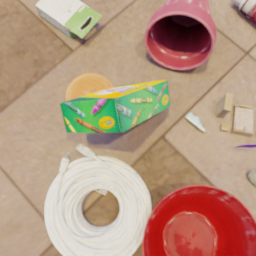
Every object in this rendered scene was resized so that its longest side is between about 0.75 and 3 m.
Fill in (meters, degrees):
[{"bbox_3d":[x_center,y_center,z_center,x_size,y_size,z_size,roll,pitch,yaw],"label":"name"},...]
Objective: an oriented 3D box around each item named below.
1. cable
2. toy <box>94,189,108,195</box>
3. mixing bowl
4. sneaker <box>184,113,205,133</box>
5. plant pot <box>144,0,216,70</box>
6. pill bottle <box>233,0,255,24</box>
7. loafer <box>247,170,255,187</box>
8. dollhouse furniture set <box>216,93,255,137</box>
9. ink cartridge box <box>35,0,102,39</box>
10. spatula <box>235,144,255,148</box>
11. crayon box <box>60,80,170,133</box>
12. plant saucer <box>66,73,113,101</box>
[{"bbox_3d":[-0.849,2.302,7.953,2.997,1.038,2.997,24,83,2],"label":"cable"},{"bbox_3d":[-1.029,1.617,8.661,0.979,0.231,0.564,24,75,6],"label":"toy"},{"bbox_3d":[1.810,3.094,7.542,2.985,1.617,2.985,0,75,-1],"label":"mixing bowl"},{"bbox_3d":[2.242,-0.195,9.115,0.808,0.299,0.331,43,84,10],"label":"sneaker"},{"bbox_3d":[1.795,-3.365,9.140,2.219,2.219,1.986,15,60,4],"label":"plant pot"},{"bbox_3d":[4.490,-4.325,9.975,0.796,0.796,1.394,-42,78,-10],"label":"pill bottle"},{"bbox_3d":[4.460,1.765,8.432,1.683,0.587,0.589,27,77,7],"label":"loafer"},{"bbox_3d":[3.848,-0.316,8.866,1.911,0.846,0.991,11,75,3],"label":"dollhouse furniture set"},{"bbox_3d":[-2.070,-3.975,9.955,2.159,0.640,1.121,36,78,9],"label":"ink cartridge box"},{"bbox_3d":[4.216,0.368,8.471,2.047,0.578,0.210,-15,83,-17],"label":"spatula"},{"bbox_3d":[-0.193,-0.633,7.631,1.700,2.863,0.834,-1,105,32],"label":"crayon box"},{"bbox_3d":[-1.267,-1.083,9.376,1.657,0.267,1.657,0,75,-1],"label":"plant saucer"}]
